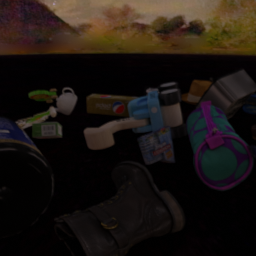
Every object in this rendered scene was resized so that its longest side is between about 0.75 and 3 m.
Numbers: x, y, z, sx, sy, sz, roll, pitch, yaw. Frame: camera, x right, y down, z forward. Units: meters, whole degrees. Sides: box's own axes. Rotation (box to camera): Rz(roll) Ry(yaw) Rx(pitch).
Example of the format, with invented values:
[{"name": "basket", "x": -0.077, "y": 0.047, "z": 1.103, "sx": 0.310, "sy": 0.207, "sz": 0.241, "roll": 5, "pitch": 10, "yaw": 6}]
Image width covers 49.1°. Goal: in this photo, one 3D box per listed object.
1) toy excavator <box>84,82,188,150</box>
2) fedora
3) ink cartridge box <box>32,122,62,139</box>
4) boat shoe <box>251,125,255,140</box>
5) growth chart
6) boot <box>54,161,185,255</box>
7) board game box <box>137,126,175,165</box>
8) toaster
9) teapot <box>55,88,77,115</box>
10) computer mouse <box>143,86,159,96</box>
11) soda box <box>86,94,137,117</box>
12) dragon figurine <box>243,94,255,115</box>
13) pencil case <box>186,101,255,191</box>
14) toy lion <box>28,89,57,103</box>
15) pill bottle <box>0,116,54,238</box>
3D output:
[{"name": "toy excavator", "x": 0.307, "y": -0.223, "z": 8.562, "sx": 2.848, "sy": 1.422, "sz": 2.769, "roll": -11, "pitch": 18, "yaw": 9}, {"name": "fedora", "x": 3.545, "y": -1.721, "z": 13.138, "sx": 2.359, "sy": 0.962, "sz": 2.359, "roll": 0, "pitch": 19, "yaw": 0}, {"name": "ink cartridge box", "x": -2.347, "y": 0.105, "z": 8.282, "sx": 0.691, "sy": 0.395, "sz": 1.331, "roll": -3, "pitch": -4, "yaw": -7}, {"name": "boat shoe", "x": 4.434, "y": -0.116, "z": 7.588, "sx": 0.867, "sy": 0.866, "sz": 2.463, "roll": -24, "pitch": 9, "yaw": -29}, {"name": "growth chart", "x": -3.261, "y": -0.143, "z": 8.652, "sx": 2.288, "sy": 0.203, "sz": 1.656, "roll": -24, "pitch": 18, "yaw": -20}, {"name": "boot", "x": -0.308, "y": 1.286, "z": 4.550, "sx": 1.813, "sy": 0.721, "sz": 2.083, "roll": -10, "pitch": 24, "yaw": -30}, {"name": "board game box", "x": 0.724, "y": 0.496, "z": 6.492, "sx": 0.857, "sy": 0.856, "sz": 0.264, "roll": -23, "pitch": 6, "yaw": -33}, {"name": "toaster", "x": 3.207, "y": -1.008, "z": 9.364, "sx": 1.719, "sy": 1.555, "sz": 1.020, "roll": -23, "pitch": 65, "yaw": -31}, {"name": "teapot", "x": -2.171, "y": -0.887, "z": 9.623, "sx": 0.608, "sy": 0.832, "sz": 0.821, "roll": 25, "pitch": -13, "yaw": -22}, {"name": "computer mouse", "x": 1.326, "y": -1.568, "z": 13.389, "sx": 1.441, "sy": 0.577, "sz": 2.628, "roll": 8, "pitch": 14, "yaw": 8}, {"name": "soda box", "x": -0.610, "y": -0.891, "z": 11.084, "sx": 2.014, "sy": 0.682, "sz": 0.645, "roll": 6, "pitch": 19, "yaw": 16}, {"name": "dragon figurine", "x": 5.084, "y": -0.975, "z": 11.270, "sx": 1.233, "sy": 0.730, "sz": 2.481, "roll": -10, "pitch": 21, "yaw": -29}, {"name": "pencil case", "x": 2.038, "y": 0.279, "z": 6.639, "sx": 1.185, "sy": 1.287, "sz": 2.786, "roll": -10, "pitch": 15, "yaw": 11}, {"name": "toy lion", "x": -2.687, "y": -0.994, "z": 8.722, "sx": 0.826, "sy": 0.296, "sz": 0.862, "roll": -6, "pitch": -7, "yaw": -32}, {"name": "pill bottle", "x": -2.508, "y": 0.625, "z": 5.210, "sx": 1.550, "sy": 1.550, "sz": 2.771, "roll": -11, "pitch": 22, "yaw": -29}]
